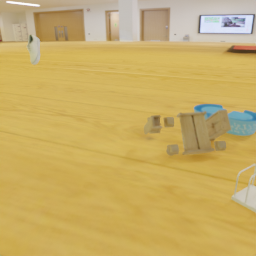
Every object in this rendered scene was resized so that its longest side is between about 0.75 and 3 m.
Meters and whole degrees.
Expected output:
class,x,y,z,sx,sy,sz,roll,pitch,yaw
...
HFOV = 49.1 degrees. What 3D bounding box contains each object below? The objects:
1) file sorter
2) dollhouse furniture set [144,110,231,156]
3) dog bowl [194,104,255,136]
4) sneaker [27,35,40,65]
class,x,y,z,sx,sy,sz,roll,pitch,yaw
file sorter,2.452,1.112,4.900,0.663,0.595,0.955,-15,25,-34
dollhouse furniture set,1.487,0.204,7.120,2.004,1.039,0.887,-4,-17,-13
dog bowl,2.983,-0.271,8.635,2.022,0.501,1.127,18,28,38
sneaker,-2.935,-2.398,8.567,0.363,0.995,0.352,-22,-25,28
